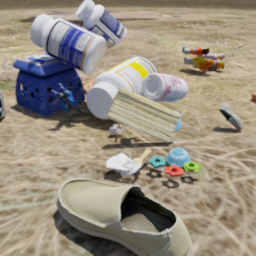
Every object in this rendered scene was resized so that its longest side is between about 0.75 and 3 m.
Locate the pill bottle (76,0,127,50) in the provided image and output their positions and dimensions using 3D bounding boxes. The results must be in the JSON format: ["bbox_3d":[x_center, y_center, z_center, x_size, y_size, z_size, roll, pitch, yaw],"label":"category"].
[{"bbox_3d":[-0.956,-3.668,9.890,1.722,0.956,0.956,35,11,-32],"label":"pill bottle"}]

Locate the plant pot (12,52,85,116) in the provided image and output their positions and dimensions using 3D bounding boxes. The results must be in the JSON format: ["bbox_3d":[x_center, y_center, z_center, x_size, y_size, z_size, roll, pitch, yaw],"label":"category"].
[{"bbox_3d":[-3.040,-1.798,10.656,2.032,1.826,2.031,21,36,33],"label":"plant pot"}]

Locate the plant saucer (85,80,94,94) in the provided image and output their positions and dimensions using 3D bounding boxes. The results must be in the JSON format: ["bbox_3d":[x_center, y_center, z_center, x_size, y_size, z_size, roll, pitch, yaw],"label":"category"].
[{"bbox_3d":[-0.854,-1.807,12.230,2.086,0.337,2.086,1,29,0],"label":"plant saucer"}]

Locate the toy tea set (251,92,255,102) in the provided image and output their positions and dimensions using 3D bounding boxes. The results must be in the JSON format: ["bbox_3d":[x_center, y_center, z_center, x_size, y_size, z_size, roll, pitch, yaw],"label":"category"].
[{"bbox_3d":[5.657,-1.525,11.411,0.981,0.610,1.649,21,35,33],"label":"toy tea set"}]

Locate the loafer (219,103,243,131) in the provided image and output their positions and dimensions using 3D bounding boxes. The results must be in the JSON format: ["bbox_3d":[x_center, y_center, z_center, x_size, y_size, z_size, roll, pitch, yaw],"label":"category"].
[{"bbox_3d":[3.269,-0.306,8.956,0.364,1.043,0.365,-41,2,-26],"label":"loafer"}]

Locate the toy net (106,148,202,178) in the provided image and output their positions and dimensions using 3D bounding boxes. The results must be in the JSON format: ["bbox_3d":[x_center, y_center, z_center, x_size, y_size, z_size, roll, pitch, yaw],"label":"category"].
[{"bbox_3d":[0.594,1.001,7.026,2.265,0.437,1.188,-7,32,-9],"label":"toy net"}]

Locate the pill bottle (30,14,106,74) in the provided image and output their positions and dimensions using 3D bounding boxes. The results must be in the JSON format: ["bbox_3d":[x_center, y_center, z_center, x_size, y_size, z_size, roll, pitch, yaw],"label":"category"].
[{"bbox_3d":[-2.050,-2.890,9.562,2.322,1.344,1.344,27,34,8],"label":"pill bottle"}]

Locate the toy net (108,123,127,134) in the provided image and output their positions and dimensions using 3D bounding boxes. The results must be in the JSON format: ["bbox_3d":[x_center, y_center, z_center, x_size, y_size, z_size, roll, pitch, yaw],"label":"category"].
[{"bbox_3d":[-0.091,-0.133,8.547,0.652,1.243,0.240,21,49,-39],"label":"toy net"}]

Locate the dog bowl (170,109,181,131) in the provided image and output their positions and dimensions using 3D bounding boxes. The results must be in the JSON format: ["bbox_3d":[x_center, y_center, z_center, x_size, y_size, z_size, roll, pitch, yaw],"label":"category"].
[{"bbox_3d":[0.978,-0.368,9.489,1.690,0.419,0.942,13,32,24],"label":"dog bowl"}]

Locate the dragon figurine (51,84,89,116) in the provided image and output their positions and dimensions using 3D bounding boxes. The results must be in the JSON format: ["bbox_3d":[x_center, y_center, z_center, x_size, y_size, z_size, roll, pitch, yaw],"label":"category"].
[{"bbox_3d":[-1.924,-0.797,9.314,0.504,1.714,0.852,-21,34,13],"label":"dragon figurine"}]

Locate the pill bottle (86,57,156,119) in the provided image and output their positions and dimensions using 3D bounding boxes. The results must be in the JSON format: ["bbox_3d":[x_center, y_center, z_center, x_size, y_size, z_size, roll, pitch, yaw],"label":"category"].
[{"bbox_3d":[-0.199,-1.444,10.202,1.627,1.627,2.978,15,34,25],"label":"pill bottle"}]

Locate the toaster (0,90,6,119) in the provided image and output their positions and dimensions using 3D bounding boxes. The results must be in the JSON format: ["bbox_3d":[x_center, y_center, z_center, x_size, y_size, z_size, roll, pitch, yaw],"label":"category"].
[{"bbox_3d":[-5.150,-0.720,9.101,1.815,1.077,1.641,1,12,0],"label":"toaster"}]

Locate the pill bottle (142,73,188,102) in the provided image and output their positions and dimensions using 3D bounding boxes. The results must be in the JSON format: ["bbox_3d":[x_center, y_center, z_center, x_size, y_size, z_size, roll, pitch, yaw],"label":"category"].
[{"bbox_3d":[1.272,-1.315,9.365,0.898,0.898,1.584,25,19,37],"label":"pill bottle"}]

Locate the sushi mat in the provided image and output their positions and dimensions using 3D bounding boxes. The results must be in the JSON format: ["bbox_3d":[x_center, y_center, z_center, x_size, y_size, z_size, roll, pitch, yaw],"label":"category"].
[{"bbox_3d":[0.460,-0.356,8.012,2.011,0.962,0.122,23,3,-12],"label":"sushi mat"}]

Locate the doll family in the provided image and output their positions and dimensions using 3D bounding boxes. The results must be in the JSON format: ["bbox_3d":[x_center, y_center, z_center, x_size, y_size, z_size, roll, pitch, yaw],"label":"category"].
[{"bbox_3d":[4.106,-3.472,14.739,2.772,1.249,1.721,-3,16,-45],"label":"doll family"}]

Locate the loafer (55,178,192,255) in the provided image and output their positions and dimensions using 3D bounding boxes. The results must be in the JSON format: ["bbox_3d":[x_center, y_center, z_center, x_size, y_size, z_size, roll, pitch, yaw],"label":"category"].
[{"bbox_3d":[-0.160,1.502,5.229,2.885,0.985,1.092,16,36,24],"label":"loafer"}]
